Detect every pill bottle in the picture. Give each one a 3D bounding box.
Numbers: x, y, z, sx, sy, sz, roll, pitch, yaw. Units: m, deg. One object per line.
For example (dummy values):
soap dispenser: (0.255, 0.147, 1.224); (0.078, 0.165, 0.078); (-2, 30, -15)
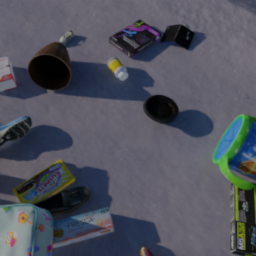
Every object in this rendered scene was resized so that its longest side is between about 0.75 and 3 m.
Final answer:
pill bottle: (-0.448, -2.638, 12.613); (0.594, 0.594, 1.061); (-26, 61, -16)

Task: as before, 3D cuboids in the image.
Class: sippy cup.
sippy cup: (4.323, 0.835, 9.781); (1.924, 2.061, 2.625); (29, 91, 5)

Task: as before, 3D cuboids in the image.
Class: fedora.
fedora: (1.290, -0.640, 11.337); (1.457, 0.665, 1.457); (0, 58, -1)

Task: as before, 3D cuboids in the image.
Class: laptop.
laptop: (2.472, -4.526, 14.061); (1.328, 0.686, 1.177); (29, 69, -12)

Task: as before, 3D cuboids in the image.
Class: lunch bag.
lunch bag: (-3.442, 3.651, 8.042); (2.340, 1.125, 2.918); (-9, 65, 14)

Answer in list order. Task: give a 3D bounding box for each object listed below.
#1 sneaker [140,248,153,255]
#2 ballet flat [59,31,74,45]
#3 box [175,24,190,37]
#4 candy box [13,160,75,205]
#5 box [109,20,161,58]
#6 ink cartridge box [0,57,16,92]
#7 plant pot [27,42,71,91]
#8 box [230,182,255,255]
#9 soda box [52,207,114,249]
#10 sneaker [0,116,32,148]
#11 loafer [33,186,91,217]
sneaker: (1.066, 4.361, 8.213); (0.877, 0.729, 1.946); (-21, 66, -20)
ballet flat: (-3.147, -4.470, 13.948); (0.381, 0.360, 1.129); (29, 62, 17)
box: (2.736, -4.877, 14.154); (0.310, 0.379, 0.798); (46, 67, -1)
candy box: (-2.960, 2.013, 9.901); (1.928, 0.255, 0.986); (-33, 66, -20)
box: (0.339, -4.469, 13.924); (2.173, 0.392, 1.553); (-40, 66, -22)
ink cartridge box: (-5.692, -2.371, 12.469); (1.069, 0.603, 1.456); (-17, 59, -11)
plant pot: (-3.267, -2.921, 12.330); (1.784, 1.784, 1.908); (0, 44, 0)
box: (4.525, 3.031, 9.096); (2.286, 0.562, 2.367); (7, 59, 7)
soda box: (-1.496, 3.185, 8.932); (1.996, 0.635, 0.683); (-13, 57, -8)
sneaker: (-4.804, 0.044, 10.830); (2.141, 0.839, 0.963); (-30, 59, -18)
loafer: (-2.262, 2.493, 9.344); (2.082, 0.655, 0.748); (-22, 57, -12)
